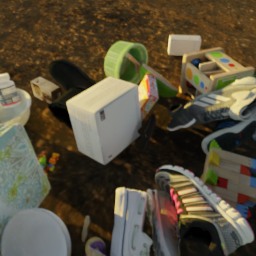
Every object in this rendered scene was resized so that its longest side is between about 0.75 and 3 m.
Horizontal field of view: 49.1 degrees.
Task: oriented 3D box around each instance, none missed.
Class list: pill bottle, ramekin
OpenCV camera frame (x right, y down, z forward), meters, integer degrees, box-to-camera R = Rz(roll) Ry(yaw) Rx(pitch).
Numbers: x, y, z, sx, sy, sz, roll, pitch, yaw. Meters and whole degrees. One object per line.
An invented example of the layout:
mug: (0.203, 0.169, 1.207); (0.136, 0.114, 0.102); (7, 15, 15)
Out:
pill bottle: (-4.297, -1.314, 9.887); (0.658, 1.100, 0.658); (-11, 22, 4)
ramekin: (-0.117, -2.700, 11.841); (0.941, 1.927, 1.927); (28, 49, 30)

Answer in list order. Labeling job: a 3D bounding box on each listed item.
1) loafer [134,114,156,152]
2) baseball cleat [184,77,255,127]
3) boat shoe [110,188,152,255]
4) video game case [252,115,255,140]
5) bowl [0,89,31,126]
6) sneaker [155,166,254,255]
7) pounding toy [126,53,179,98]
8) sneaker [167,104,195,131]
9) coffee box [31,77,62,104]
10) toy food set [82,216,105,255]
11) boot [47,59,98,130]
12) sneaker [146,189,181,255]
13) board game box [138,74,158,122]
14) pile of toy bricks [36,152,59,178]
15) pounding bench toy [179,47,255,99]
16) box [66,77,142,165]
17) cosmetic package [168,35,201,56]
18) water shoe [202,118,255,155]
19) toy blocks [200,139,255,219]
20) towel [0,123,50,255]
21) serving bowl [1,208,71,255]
loafer: (0.543, 0.128, 9.176); (0.470, 1.316, 0.480); (20, -2, -3)
baseball cleat: (3.043, -0.642, 9.292); (2.978, 1.038, 1.585); (-31, 30, 23)
boat shoe: (0.094, 2.499, 6.060); (0.878, 0.967, 2.630); (1, 54, 1)
video game case: (4.857, -0.017, 10.166); (0.926, 0.115, 1.294); (2, 41, 1)
bowl: (-4.477, -0.361, 9.810); (2.363, 1.062, 2.363); (-1, 40, 1)
sneaker: (1.437, 1.932, 6.565); (1.193, 1.006, 2.726); (-35, 49, -21)
pounding toy: (0.792, -1.745, 11.247); (2.359, 1.095, 1.821); (43, 17, 17)
sneaker: (1.594, -0.374, 9.374); (0.560, 1.583, 0.785); (-37, 94, -17)
coffee box: (-3.281, -1.459, 11.336); (1.282, 0.725, 0.512); (28, 48, 28)
toy food set: (-0.626, 3.175, 5.488); (0.407, 1.644, 2.586); (2, 52, -14)
boot: (-2.167, -1.207, 10.239); (2.724, 1.008, 2.233); (34, 41, -5)
sneaker: (1.049, 2.429, 6.815); (0.960, 0.875, 2.342); (-3, 42, -6)
board game box: (0.527, -0.986, 10.090); (0.358, 1.547, 1.172); (16, 44, -19)
pile of toy bricks: (-2.601, 1.065, 8.550); (0.663, 0.590, 1.195); (12, 42, 9)
pounding bench toy: (3.774, -2.020, 11.178); (2.833, 1.760, 2.210); (-15, 43, -16)
box: (-0.662, -0.270, 8.912); (1.280, 1.948, 1.958); (23, 45, 34)
cosmetic package: (2.864, -4.222, 14.369); (1.573, 0.888, 0.638); (5, 41, 3)
water shoe: (3.231, 0.246, 9.469); (2.502, 0.894, 0.987); (-18, 26, -29)
toy blocks: (2.854, 1.597, 7.676); (1.581, 1.156, 2.312); (16, 57, 9)
towel: (-3.054, 1.622, 6.334); (0.709, 2.521, 2.945); (9, 41, 24)
serving bowl: (-1.988, 2.640, 6.320); (1.714, 1.714, 0.564); (18, 2, 19)
